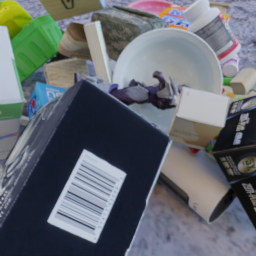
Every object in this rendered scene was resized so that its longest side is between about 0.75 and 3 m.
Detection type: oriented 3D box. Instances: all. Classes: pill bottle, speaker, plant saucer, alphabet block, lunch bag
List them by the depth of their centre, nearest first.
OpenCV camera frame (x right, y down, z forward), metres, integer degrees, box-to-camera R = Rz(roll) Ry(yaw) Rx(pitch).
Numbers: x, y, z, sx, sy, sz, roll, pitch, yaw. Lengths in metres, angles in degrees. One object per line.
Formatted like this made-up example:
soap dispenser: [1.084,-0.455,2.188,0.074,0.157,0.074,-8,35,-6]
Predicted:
pill bottle: [1.797,-2.115,6.152,0.757,1.368,0.757,-36,17,12]
speaker: [1.142,0.801,6.630,1.203,1.203,2.963,-30,51,-28]
lunch bag: [0.057,-2.577,7.527,1.771,1.234,1.485,27,45,27]
alphabet block: [-1.682,-4.228,7.818,1.624,1.594,1.586,-8,68,12]
pill bottle: [3.889,-2.401,10.571,0.569,0.569,1.013,14,44,15]
plant saucer: [1.228,-5.722,14.111,2.579,0.654,2.579,-1,43,1]

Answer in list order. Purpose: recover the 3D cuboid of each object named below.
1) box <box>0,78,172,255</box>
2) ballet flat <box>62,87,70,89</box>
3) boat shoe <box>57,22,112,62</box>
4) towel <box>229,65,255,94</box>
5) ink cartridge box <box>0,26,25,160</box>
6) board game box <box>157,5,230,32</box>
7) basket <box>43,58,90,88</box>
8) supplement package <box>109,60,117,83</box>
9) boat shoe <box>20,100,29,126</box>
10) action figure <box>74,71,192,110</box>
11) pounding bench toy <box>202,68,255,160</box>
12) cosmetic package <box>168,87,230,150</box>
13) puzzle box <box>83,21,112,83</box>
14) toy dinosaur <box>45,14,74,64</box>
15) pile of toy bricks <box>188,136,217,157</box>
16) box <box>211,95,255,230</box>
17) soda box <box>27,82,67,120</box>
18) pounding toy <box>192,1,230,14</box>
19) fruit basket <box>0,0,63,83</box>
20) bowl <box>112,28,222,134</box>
box: [-1.140,1.034,4.485,1.697,2.691,2.738,33,68,-22]
ballet flat: [-1.548,-0.934,8.967,2.374,0.808,0.798,3,21,-3]
boat shoe: [-0.959,-2.509,8.719,2.774,0.895,0.989,-3,57,-51]
towel: [4.782,-1.577,9.942,1.891,0.327,1.820,26,46,28]
ink cartridge box: [-2.980,-0.568,5.862,1.089,2.490,1.809,-10,66,-29]
board game box: [1.966,-2.714,9.726,2.143,2.145,2.143,21,46,21]
basket: [-2.032,-1.782,9.381,1.438,0.975,0.887,-15,12,-14]
supplement package: [-0.324,-2.029,9.987,1.130,0.804,1.451,-28,50,-27]
boat shoe: [-2.313,-0.320,7.905,2.428,0.872,0.723,14,76,10]
action figure: [0.216,-0.688,5.752,2.646,0.918,1.722,-8,-2,-20]
pounding bench toy: [2.038,-0.696,7.271,1.949,2.499,1.553,33,53,29]
cosmetic package: [1.202,-0.106,5.099,0.803,1.526,0.542,14,73,8]
puzzle box: [-0.631,-1.687,6.250,0.243,1.271,1.911,-13,21,2]
toy dinosaur: [-2.439,-2.911,10.377,1.278,2.499,0.962,-7,5,23]
pile of toy bricks: [1.911,0.439,6.041,1.231,0.683,0.608,21,51,-21]
box: [2.706,0.680,5.481,0.927,2.152,1.762,-17,24,42]
soda box: [-1.125,-0.327,7.209,2.630,0.844,0.892,8,40,-35]
pounding toy: [3.828,-5.495,13.919,2.350,1.348,1.344,3,14,-11]
fruit basket: [-3.667,-3.156,9.438,2.668,2.668,1.924,5,28,5]
bowl: [0.836,-0.986,6.387,2.326,2.326,1.045,1,9,1]
